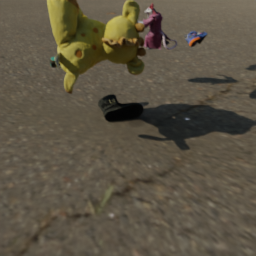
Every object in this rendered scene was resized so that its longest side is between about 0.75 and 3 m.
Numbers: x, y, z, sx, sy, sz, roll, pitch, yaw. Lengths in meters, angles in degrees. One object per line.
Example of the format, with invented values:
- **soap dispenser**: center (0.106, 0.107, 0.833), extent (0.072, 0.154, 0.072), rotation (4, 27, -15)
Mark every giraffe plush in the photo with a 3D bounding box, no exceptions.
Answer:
- **giraffe plush**: center (-0.782, -2.492, 7.835), extent (2.392, 2.545, 2.950), rotation (-10, 45, -6)

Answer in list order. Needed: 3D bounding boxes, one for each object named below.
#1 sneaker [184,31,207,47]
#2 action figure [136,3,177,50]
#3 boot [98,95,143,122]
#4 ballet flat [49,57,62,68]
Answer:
- **sneaker**: center (2.456, -3.303, 10.098), extent (0.477, 0.458, 1.216), rotation (48, 43, 9)
- **action figure**: center (1.064, -3.959, 11.086), extent (1.218, 1.818, 1.354), rotation (-38, 49, -25)
- **boot**: center (-0.287, -0.785, 9.973), extent (1.478, 0.556, 1.105), rotation (-8, 33, -12)
- **ballet flat**: center (-2.109, -2.241, 9.451), extent (1.133, 0.388, 0.385), rotation (-15, 50, -29)
